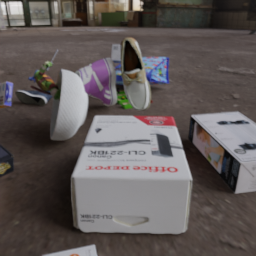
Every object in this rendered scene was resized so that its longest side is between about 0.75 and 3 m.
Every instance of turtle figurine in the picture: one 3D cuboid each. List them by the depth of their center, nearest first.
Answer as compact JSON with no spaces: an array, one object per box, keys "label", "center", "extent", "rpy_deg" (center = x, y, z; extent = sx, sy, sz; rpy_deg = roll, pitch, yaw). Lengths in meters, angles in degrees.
[{"label":"turtle figurine","center":[-2.254,-1.567,8.986],"extent":[1.615,1.162,1.566],"rpy_deg":[-23,59,-29]}]

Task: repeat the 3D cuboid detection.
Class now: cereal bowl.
[{"label":"cereal bowl","center":[-1.789,-0.644,8.564],"extent":[0.895,2.150,2.150],"rpy_deg":[7,21,-21]}]

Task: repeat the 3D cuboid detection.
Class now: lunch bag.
[{"label":"lunch bag","center":[0.441,-2.490,12.817],"extent":[2.121,1.325,2.818],"rpy_deg":[5,18,26]}]

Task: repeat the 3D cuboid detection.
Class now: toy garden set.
[{"label":"toy garden set","center":[0.229,-1.439,12.237],"extent":[1.661,0.398,1.992],"rpy_deg":[-10,27,-21]}]

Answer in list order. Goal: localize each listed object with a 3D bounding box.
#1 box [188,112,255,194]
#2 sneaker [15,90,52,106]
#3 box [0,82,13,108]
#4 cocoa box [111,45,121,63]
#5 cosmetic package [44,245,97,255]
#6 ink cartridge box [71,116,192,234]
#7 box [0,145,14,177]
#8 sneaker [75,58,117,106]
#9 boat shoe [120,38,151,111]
[{"label":"box","center":[2.904,0.487,7.496],"extent":[1.638,0.844,2.808],"rpy_deg":[-5,26,-11]},{"label":"sneaker","center":[-3.924,-1.445,11.949],"extent":[1.455,0.553,1.051],"rpy_deg":[15,38,9]},{"label":"box","center":[-3.895,-0.971,8.534],"extent":[1.211,0.721,0.251],"rpy_deg":[-3,-9,34]},{"label":"cocoa box","center":[-0.162,-3.233,12.329],"extent":[1.041,0.694,0.683],"rpy_deg":[5,3,11]},{"label":"cosmetic package","center":[-0.911,2.441,3.768],"extent":[1.231,0.422,1.633],"rpy_deg":[-4,25,-16]},{"label":"ink cartridge box","center":[0.095,0.818,6.291],"extent":[2.143,1.244,2.970],"rpy_deg":[1,25,2]},{"label":"box","center":[-4.392,0.750,6.784],"extent":[2.236,0.560,2.253],"rpy_deg":[32,38,28]},{"label":"sneaker","center":[-1.267,-1.459,10.174],"extent":[1.564,2.742,0.994],"rpy_deg":[-22,68,-9]},{"label":"boat shoe","center":[0.147,-1.680,8.970],"extent":[0.882,2.360,0.807],"rpy_deg":[-13,4,11]}]
